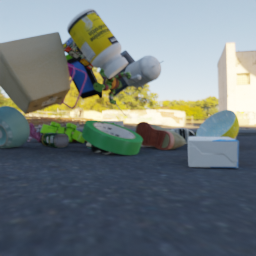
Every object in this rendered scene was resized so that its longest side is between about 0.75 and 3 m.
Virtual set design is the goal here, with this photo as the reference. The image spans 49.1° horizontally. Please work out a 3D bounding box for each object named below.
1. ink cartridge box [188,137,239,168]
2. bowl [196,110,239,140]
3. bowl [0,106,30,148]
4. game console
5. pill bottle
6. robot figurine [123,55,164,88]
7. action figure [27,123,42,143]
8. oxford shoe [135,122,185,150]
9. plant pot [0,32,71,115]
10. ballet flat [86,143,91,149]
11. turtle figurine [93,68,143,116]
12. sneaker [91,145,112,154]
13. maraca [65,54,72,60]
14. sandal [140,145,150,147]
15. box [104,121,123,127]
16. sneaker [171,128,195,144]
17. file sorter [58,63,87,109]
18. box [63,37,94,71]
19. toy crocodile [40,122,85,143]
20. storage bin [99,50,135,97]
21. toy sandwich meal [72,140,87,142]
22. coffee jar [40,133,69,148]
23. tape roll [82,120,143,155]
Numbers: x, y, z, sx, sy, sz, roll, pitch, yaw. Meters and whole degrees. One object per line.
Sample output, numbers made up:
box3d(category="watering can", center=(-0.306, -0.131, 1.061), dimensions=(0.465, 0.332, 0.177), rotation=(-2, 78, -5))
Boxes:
box3d(category="ink cartridge box", center=(2.185, 0.600, 7.498), dimensions=(1.145, 0.675, 1.989), rotation=(0, 1, 12))
box3d(category="bowl", center=(3.974, 0.233, 11.927), dimensions=(1.021, 1.897, 1.897), rotation=(46, -17, -18))
box3d(category="bowl", center=(-5.210, 0.111, 11.730), dimensions=(1.866, 1.866, 0.976), rotation=(0, 21, 14))
box3d(category="game console", center=(-2.182, -2.317, 13.359), dimensions=(1.230, 2.114, 1.859), rotation=(-24, 20, 3))
box3d(category="pill bottle", center=(-0.908, -2.578, 8.739), dimensions=(1.112, 1.985, 1.112), rotation=(-37, 4, 3))
box3d(category="robot figurine", center=(0.597, -2.255, 11.282), dimensions=(1.815, 1.025, 1.539), rotation=(-19, 26, 46))
box3d(category="action figure", center=(-5.047, 0.410, 15.320), dimensions=(1.589, 1.183, 1.065), rotation=(33, -14, 35))
box3d(category="oxford shoe", center=(1.274, 0.388, 12.073), dimensions=(1.035, 0.993, 2.805), rotation=(6, 12, -31))
box3d(category="plant pot", center=(-2.950, -1.586, 8.947), dimensions=(2.002, 1.773, 2.000), rotation=(-24, -4, -31))
box3d(category="ballet flat", center=(-1.095, 0.468, 12.553), dimensions=(0.803, 0.803, 2.312), rotation=(1, 1, 27))
box3d(category="turtle figurine", center=(-0.381, -1.543, 10.514), dimensions=(1.272, 1.767, 1.714), rotation=(-34, -16, 21))
box3d(category="sneaker", center=(-0.839, 0.655, 10.052), dimensions=(0.635, 0.592, 1.602), rotation=(11, 1, -36))
box3d(category="maraca", center=(-3.690, -3.229, 14.285), dimensions=(2.077, 1.111, 1.424), rotation=(-25, -4, -20))
box3d(category="sandal", center=(0.543, 0.635, 12.895), dimensions=(0.548, 0.410, 1.431), rotation=(-1, 1, -38))
box3d(category="box", center=(-0.969, 0.194, 15.173), dimensions=(1.082, 1.201, 2.136), rotation=(0, 1, -12))
box3d(category="sneaker", center=(2.305, 0.453, 14.477), dimensions=(2.234, 0.839, 0.905), rotation=(1, -7, 2))
box3d(category="file sorter", center=(-3.493, -2.151, 12.153), dimensions=(2.780, 1.932, 1.743), rotation=(16, 9, -44))
box3d(category="box", center=(-1.671, -3.156, 11.283), dimensions=(1.195, 0.348, 1.746), rotation=(-37, -31, 16))
box3d(category="toy crocodile", center=(-3.533, 0.280, 15.023), dimensions=(2.778, 0.938, 0.858), rotation=(6, -19, 24))
box3d(category="storage bin", center=(-0.346, -2.600, 12.911), dimensions=(1.938, 1.301, 1.410), rotation=(-32, 22, 16))
box3d(category="toy sandwich meal", center=(-2.726, 0.568, 15.740), dimensions=(1.504, 0.515, 1.504), rotation=(4, 1, 0))
box3d(category="coffee jar", center=(-3.288, 0.536, 12.421), dimensions=(0.762, 0.623, 1.461), rotation=(-1, 2, -40))
box3d(category="tape roll", center=(-0.553, 0.306, 9.829), dimensions=(2.095, 0.504, 2.095), rotation=(17, 12, -4))
